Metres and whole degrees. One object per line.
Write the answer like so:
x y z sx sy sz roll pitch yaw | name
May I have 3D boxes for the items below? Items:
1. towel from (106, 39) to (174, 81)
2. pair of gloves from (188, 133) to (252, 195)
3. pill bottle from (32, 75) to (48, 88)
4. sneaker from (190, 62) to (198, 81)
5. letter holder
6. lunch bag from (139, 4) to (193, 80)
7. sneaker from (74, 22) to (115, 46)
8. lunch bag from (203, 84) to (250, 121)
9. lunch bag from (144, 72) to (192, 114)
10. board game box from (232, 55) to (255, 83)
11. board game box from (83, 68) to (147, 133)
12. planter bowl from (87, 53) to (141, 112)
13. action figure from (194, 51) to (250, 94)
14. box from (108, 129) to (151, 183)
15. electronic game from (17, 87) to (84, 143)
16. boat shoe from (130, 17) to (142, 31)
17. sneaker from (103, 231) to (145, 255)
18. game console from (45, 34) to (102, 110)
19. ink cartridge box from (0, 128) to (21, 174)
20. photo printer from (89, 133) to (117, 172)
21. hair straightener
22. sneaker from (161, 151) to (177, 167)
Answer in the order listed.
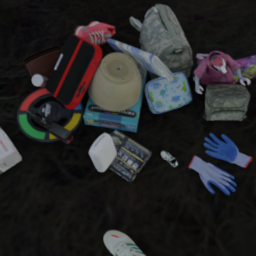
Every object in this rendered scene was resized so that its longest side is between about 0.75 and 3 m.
0.488 -2.758 11.385 2.658 1.952 0.316 32 92 34 | towel
3.586 1.393 11.007 1.990 0.282 2.475 33 65 17 | pair of gloves
-3.864 -2.069 12.522 0.514 0.928 0.514 0 93 8 | pill bottle
3.638 -2.843 13.185 1.635 0.578 0.811 -21 68 -7 | sneaker
-3.819 -3.170 12.943 1.879 1.335 0.945 -27 64 -14 | letter holder
1.689 -3.773 12.660 1.993 2.399 2.861 -13 62 -7 | lunch bag
-1.510 -4.362 13.150 1.291 1.097 2.977 6 36 18 | sneaker
4.074 -0.956 11.679 1.704 1.430 1.188 -2 40 0 | lunch bag
1.699 -1.518 12.054 1.889 0.779 1.519 -20 95 -8 | lunch bag
5.415 -2.659 12.671 2.203 1.322 0.356 -15 62 -9 | board game box
-0.491 -1.401 12.323 2.236 0.695 2.962 9 61 5 | board game box
-0.475 -2.008 11.205 2.270 1.528 2.270 4 64 -8 | planter bowl
3.640 -2.475 11.162 1.988 2.967 2.210 -4 82 16 | action figure
-0.224 1.076 11.080 1.824 0.448 1.470 31 68 17 | box
-3.298 -0.629 11.952 2.809 0.585 2.809 0 61 0 | electronic game
0.478 -5.508 14.852 0.364 0.356 1.021 -26 66 -28 | boat shoe
0.086 4.110 9.046 2.213 1.035 0.779 40 69 19 | sneaker
-2.280 -2.323 11.431 2.404 0.422 2.719 38 103 42 | game console
-5.540 1.120 10.790 2.179 0.902 1.596 -35 66 -18 | ink cartridge box
-0.910 0.866 10.118 0.430 1.239 1.030 19 55 29 | photo printer
-3.208 -0.248 11.109 2.348 0.904 0.481 34 68 21 | hair straightener
1.619 1.171 10.936 0.315 0.514 0.790 -37 74 -12 | sneaker
